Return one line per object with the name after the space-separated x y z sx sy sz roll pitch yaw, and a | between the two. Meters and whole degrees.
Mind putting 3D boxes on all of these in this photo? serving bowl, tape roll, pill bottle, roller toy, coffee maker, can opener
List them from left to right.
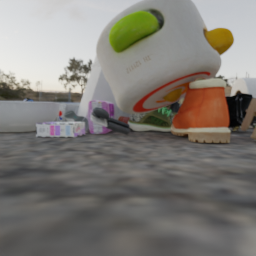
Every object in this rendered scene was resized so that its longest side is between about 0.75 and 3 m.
-3.599 -0.359 8.965 2.811 0.925 2.811 -1 3 0 | serving bowl
-0.428 -0.142 7.193 1.233 0.325 0.410 23 -43 -36 | can opener
0.014 -0.159 9.639 0.752 0.422 0.422 8 6 27 | pill bottle
0.767 -1.570 6.796 2.906 2.031 2.651 -17 -12 -26 | roller toy
2.962 -0.391 8.443 1.493 1.047 1.555 -21 1 -24 | coffee maker
4.771 -0.934 10.500 1.307 1.903 1.903 0 3 2 | tape roll

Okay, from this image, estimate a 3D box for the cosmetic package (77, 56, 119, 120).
-0.874 -1.373 10.018 1.114 2.627 1.413 19 -7 -25 | cosmetic package

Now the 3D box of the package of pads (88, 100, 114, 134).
-0.778 -0.341 8.456 0.592 0.943 1.566 1 4 5 | package of pads

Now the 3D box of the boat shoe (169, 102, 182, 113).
2.387 -0.441 9.447 2.363 0.783 0.826 9 7 -19 | boat shoe

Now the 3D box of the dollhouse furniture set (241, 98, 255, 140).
3.490 0.151 5.597 1.851 0.904 1.578 24 0 -10 | dollhouse furniture set

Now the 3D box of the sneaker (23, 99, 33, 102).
-4.621 -0.652 12.008 1.052 1.194 2.679 2 4 30 | sneaker

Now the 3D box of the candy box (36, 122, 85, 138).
-1.663 0.036 6.995 0.974 0.348 0.817 0 3 10 | candy box

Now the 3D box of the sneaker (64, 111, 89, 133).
-1.491 -0.123 8.537 0.424 0.483 1.205 -38 44 -19 | sneaker

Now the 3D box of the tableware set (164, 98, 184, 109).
2.004 -1.098 10.977 2.367 1.565 0.474 9 -24 42 | tableware set

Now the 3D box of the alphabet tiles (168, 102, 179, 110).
1.831 -0.623 11.024 2.221 0.100 2.657 -15 23 -19 | alphabet tiles

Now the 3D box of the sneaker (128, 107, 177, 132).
0.911 -0.422 8.472 2.096 0.929 0.806 -3 22 16 | sneaker

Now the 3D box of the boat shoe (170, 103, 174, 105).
0.799 -1.155 9.432 2.495 0.856 0.706 25 -20 50 | boat shoe

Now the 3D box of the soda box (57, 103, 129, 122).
-1.328 -0.534 11.308 2.904 0.921 0.991 -2 10 -33 | soda box

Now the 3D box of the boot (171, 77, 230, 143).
1.605 -0.421 6.423 0.958 1.369 2.553 -2 2 -6 | boot

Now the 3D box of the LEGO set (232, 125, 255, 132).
3.995 -0.149 8.443 1.078 0.471 1.661 -34 8 -20 | LEGO set
